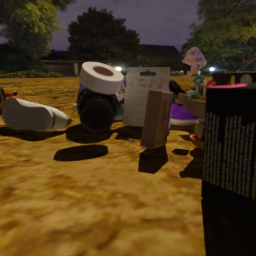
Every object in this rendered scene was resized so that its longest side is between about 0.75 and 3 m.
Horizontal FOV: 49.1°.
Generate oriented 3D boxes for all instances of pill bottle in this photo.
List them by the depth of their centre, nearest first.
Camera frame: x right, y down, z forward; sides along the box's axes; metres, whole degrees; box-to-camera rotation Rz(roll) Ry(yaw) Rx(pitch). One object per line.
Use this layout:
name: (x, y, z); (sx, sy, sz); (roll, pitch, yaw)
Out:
pill bottle: (-0.940, -0.894, 8.704); (1.273, 1.273, 2.277); (-1, 33, -4)

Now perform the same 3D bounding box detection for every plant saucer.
plant saucer: (1.849, 0.363, 6.249); (0.967, 0.181, 0.967); (11, 12, -2)

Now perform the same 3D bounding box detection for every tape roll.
tape roll: (-0.707, -1.312, 7.323); (1.125, 0.393, 1.125); (17, 30, -10)

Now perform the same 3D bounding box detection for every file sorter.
file sorter: (3.921, -1.304, 11.659); (1.390, 1.247, 2.003); (-5, 13, -24)

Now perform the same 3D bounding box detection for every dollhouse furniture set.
dollhouse furniture set: (1.918, -0.006, 6.134); (2.830, 1.253, 1.467); (12, 10, 25)

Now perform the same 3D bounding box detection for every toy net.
toy net: (2.385, -1.644, 9.358); (1.125, 2.144, 0.414); (-3, 41, 9)

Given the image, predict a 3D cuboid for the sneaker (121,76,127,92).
sneaker: (0.057, -1.312, 9.269); (0.383, 0.930, 0.344); (-21, 19, 14)

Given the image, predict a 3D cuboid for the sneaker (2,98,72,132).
sneaker: (-2.873, -0.358, 8.534); (2.434, 0.930, 0.980); (16, 12, 30)

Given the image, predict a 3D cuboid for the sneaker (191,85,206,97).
sneaker: (4.264, -1.777, 14.245); (2.713, 1.037, 1.554); (-15, 25, -32)

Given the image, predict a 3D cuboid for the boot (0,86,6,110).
boot: (-6.297, -0.937, 10.929); (2.796, 1.083, 1.934); (-8, 11, 34)

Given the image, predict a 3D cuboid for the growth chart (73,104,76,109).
growth chart: (-1.524, -1.136, 13.233); (2.135, 0.262, 2.950); (-1, 12, 2)

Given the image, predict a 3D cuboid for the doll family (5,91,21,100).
doll family: (-5.423, -1.200, 12.942); (0.964, 0.700, 1.553); (-14, 0, -25)

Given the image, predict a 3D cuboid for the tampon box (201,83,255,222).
tampon box: (2.539, 0.309, 3.375); (1.954, 1.646, 2.608); (-9, 15, -35)

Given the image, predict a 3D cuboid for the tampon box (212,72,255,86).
tampon box: (4.271, -1.148, 9.916); (2.216, 1.660, 1.399); (-5, 13, -21)

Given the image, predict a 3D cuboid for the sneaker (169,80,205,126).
sneaker: (1.546, -0.898, 9.328); (0.984, 1.408, 2.831); (-8, 13, -34)

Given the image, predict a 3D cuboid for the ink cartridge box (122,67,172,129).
ink cartridge box: (0.608, -0.910, 8.519); (1.445, 1.778, 0.507); (6, -3, 27)

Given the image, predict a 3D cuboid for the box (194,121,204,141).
box: (2.387, 0.208, 6.326); (1.620, 0.281, 0.892); (11, 12, 0)

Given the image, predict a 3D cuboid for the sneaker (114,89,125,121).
sneaker: (-0.334, -0.936, 10.399); (0.899, 1.006, 2.519); (8, 19, 30)
